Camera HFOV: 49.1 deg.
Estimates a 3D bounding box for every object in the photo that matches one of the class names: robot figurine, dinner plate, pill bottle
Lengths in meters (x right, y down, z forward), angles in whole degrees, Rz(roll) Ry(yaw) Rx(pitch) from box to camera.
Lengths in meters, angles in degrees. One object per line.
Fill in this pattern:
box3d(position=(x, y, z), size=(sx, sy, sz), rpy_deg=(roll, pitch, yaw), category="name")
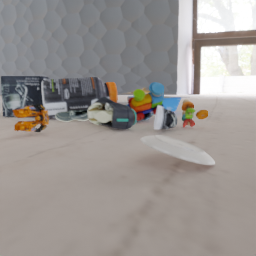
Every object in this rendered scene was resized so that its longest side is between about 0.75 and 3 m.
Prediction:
box3d(position=(-2.547, -0.241, 7.502), size=(0.317, 0.789, 1.088), rpy_deg=(2, 8, 32), category="robot figurine")
box3d(position=(0.878, 0.338, 4.913), size=(1.349, 0.163, 1.349), rpy_deg=(16, 9, -3), category="dinner plate")
box3d(position=(-1.969, -1.288, 11.608), size=(2.969, 1.577, 1.577), rpy_deg=(-6, 10, -12), category="pill bottle")

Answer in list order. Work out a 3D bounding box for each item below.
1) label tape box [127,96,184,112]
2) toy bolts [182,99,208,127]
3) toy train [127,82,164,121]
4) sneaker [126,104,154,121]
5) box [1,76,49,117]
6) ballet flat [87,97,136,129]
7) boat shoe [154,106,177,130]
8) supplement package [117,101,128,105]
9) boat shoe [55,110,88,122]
box3d(position=(1.502, -1.173, 13.963), size=(2.559, 0.810, 1.845), rpy_deg=(8, 12, 43), category="label tape box")
box3d(position=(2.011, -0.487, 8.838), size=(0.811, 0.849, 0.589), rpy_deg=(0, 52, -12), category="toy bolts")
box3d(position=(0.277, -0.883, 9.827), size=(2.071, 0.877, 1.198), rpy_deg=(-17, -25, -13), category="toy train")
box3d(position=(0.676, -0.570, 10.975), size=(1.880, 0.745, 0.898), rpy_deg=(-16, 30, -37), category="sneaker")
box3d(position=(-4.449, -1.383, 12.261), size=(1.763, 1.734, 1.093), rpy_deg=(1, 9, 4), category="box")
box3d(position=(-0.792, -0.498, 9.272), size=(1.011, 1.011, 2.766), rpy_deg=(-5, 12, -29), category="ballet flat")
box3d(position=(1.153, -0.249, 8.377), size=(0.646, 0.684, 1.907), rpy_deg=(10, 0, 10), category="boat shoe")
box3d(position=(-0.403, -0.883, 12.663), size=(1.083, 0.633, 0.635), rpy_deg=(3, 9, 18), category="supplement package")
box3d(position=(-2.074, -0.521, 10.507), size=(1.283, 0.396, 0.467), rpy_deg=(0, 49, -26), category="boat shoe")
